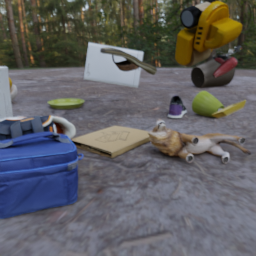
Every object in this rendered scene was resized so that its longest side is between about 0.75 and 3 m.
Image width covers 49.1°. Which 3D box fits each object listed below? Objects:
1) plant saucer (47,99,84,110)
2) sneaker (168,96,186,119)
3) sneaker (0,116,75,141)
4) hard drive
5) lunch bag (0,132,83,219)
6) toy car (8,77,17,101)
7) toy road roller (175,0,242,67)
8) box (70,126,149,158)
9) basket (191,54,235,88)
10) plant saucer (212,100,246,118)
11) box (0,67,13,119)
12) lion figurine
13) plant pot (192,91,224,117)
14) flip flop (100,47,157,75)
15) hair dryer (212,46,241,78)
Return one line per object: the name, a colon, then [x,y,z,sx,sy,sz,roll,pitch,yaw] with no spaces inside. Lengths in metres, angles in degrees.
plant saucer: [-3.274,-1.261,14.855,1.914,0.297,1.914,-1,16,0]
sneaker: [2.344,-1.095,13.115,0.793,0.917,2.094,4,16,13]
sneaker: [-2.820,0.211,7.985,1.168,1.153,2.941,5,17,37]
hard drive: [-0.630,-2.675,12.073,2.363,1.559,0.315,8,7,-5]
lunch bag: [-1.904,0.795,5.706,2.010,1.330,1.365,-8,18,-23]
toy car: [-7.627,-2.105,15.000,2.757,2.413,2.067,2,52,28]
toy road roller: [1.566,-1.753,5.468,0.830,1.350,0.986,-28,53,-25]
box: [-0.484,0.376,9.206,1.840,0.239,2.251,12,20,37]
basket: [6.642,-4.303,22.279,2.925,2.637,1.989,-18,38,-22]
plant saucer: [2.807,-0.483,7.772,0.762,0.185,0.762,-26,-2,-7]
box: [-4.932,-0.546,8.337,2.474,2.461,1.617,-1,16,-3]
lion figurine: [1.978,0.453,8.085,2.657,0.963,1.627,10,5,-18]
plant pot: [3.698,-0.950,12.639,1.113,1.113,1.190,-11,31,-33]
flip flop: [0.016,-2.321,10.204,2.286,0.658,0.927,19,15,-31]
hair dryer: [2.343,-1.577,6.876,0.737,0.263,0.968,-7,42,52]
